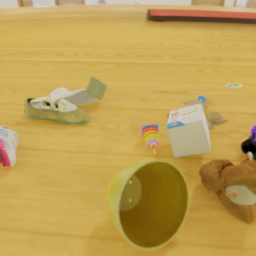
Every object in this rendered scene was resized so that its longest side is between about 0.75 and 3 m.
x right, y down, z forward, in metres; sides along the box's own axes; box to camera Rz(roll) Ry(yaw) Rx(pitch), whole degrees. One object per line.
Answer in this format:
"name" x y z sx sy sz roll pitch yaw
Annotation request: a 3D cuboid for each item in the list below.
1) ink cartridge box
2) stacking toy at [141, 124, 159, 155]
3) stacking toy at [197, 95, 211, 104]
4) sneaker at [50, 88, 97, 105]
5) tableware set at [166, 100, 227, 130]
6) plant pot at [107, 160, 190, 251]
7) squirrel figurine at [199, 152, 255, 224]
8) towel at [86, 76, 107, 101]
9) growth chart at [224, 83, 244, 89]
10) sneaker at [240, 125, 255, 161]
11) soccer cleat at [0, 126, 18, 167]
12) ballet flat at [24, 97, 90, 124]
"ink cartridge box" 2.075 0.069 9.593 1.191 1.170 1.617 -13 19 18
"stacking toy" 0.869 0.493 10.054 0.678 0.717 1.236 -6 45 -5
"stacking toy" 3.705 -1.339 13.323 0.813 0.446 0.472 -9 27 -38
"sneaker" -2.621 -1.608 13.318 2.166 0.798 1.252 -14 36 -21
"tableware set" 2.954 -0.536 11.973 1.947 0.270 2.331 -19 37 -27
"plant pot" 0.272 1.721 6.871 2.014 2.014 1.430 -19 10 -29
"squirrel figurine" 3.016 1.316 7.849 2.020 1.429 1.885 20 29 25
"towel" -1.475 -1.842 13.072 0.911 0.224 1.228 29 41 -17
"growth chart" 5.723 -2.271 15.148 0.967 0.086 0.700 -11 31 -20
"sneaker" 4.429 0.515 9.764 1.044 0.730 2.100 2 31 5
"soccer cleat" -4.209 0.497 9.711 1.019 0.825 2.361 -20 36 -35
"ballet flat" -3.045 -0.795 11.765 2.919 1.032 1.032 7 31 11
